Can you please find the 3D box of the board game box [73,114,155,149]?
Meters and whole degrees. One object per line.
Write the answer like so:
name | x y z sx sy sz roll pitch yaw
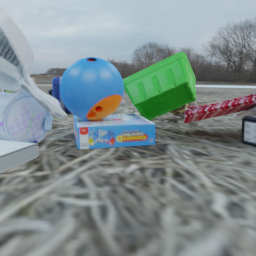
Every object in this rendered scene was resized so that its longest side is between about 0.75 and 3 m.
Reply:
board game box | -0.432 0.027 7.043 1.772 0.506 1.810 -3 11 -13

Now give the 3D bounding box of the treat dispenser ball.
treat dispenser ball | -0.856 -0.923 6.702 1.504 1.504 1.504 0 11 0

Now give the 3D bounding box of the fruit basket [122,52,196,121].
fruit basket | 0.883 -1.331 7.960 2.044 2.044 1.474 7 -26 34

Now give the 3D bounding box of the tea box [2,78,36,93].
tea box | -4.581 -1.364 11.764 0.978 1.464 1.441 -9 14 -40

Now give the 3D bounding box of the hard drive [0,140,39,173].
hard drive | -3.106 0.491 5.165 2.335 0.307 1.540 3 11 20

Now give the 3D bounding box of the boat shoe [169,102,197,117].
boat shoe | 1.666 -0.881 9.939 2.350 0.844 0.699 25 17 -24

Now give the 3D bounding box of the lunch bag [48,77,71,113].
lunch bag | -2.660 -1.434 12.083 1.454 1.493 2.198 -2 13 -9

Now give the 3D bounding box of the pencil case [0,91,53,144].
pencil case | -3.231 -0.322 6.908 2.986 1.241 1.354 7 14 35

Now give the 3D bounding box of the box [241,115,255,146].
box | 4.324 0.158 5.765 2.391 0.728 2.966 -8 12 -25

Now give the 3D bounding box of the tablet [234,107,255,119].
tablet | 3.802 -0.502 6.846 1.724 0.181 2.650 -8 -5 4

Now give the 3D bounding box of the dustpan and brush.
dustpan and brush | -2.354 -1.237 5.761 2.902 0.831 2.026 34 -38 -12

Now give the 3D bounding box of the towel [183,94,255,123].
towel | 2.626 -0.545 7.160 2.432 0.273 1.759 -12 -7 10
